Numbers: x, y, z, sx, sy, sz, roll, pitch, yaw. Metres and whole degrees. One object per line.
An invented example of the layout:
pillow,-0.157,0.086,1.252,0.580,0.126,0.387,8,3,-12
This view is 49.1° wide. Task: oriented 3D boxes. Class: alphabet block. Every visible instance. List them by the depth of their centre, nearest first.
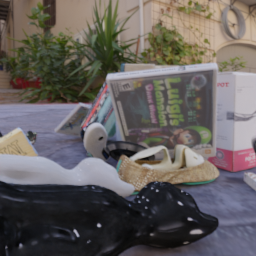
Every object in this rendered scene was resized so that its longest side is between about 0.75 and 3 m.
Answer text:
alphabet block,-2.798,0.528,6.918,0.767,0.753,0.749,-34,19,-20

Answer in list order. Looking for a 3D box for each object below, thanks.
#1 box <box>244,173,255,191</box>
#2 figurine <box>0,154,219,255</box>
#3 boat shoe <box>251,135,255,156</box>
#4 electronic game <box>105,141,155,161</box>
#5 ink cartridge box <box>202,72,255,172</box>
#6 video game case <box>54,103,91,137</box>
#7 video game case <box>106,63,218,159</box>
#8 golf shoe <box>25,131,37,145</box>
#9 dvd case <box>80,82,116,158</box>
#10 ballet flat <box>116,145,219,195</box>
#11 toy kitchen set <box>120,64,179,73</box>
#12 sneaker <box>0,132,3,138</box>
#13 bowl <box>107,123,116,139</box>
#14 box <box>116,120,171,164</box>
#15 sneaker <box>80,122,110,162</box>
box,2.567,1.114,5.546,0.189,0.203,0.979,0,6,2
figurine,-0.701,0.988,3.709,2.735,1.206,2.803,5,3,-36
boat shoe,2.880,0.659,5.791,0.401,1.074,0.498,-25,25,31
electronic game,0.041,0.562,6.116,1.103,0.230,1.103,11,-26,5
ink cartridge box,2.428,-0.229,7.391,0.976,2.358,1.728,-5,9,-29
video game case,-1.796,-0.241,10.890,1.632,0.180,1.487,-42,-32,24
video game case,0.777,-0.194,5.842,2.050,2.255,0.263,-4,39,12
golf shoe,-3.360,0.564,9.148,0.439,0.501,1.137,19,35,15
dvd case,-0.906,-0.389,9.040,0.289,1.920,2.629,27,11,-20
ballet flat,0.897,0.769,5.730,2.515,0.821,0.887,-4,12,-29
toy kitchen set,0.372,-0.339,7.432,1.530,2.597,2.081,6,12,30
sneaker,-5.519,0.253,10.748,1.088,0.819,2.327,-27,23,-26
bowl,-0.906,0.137,10.799,1.119,0.585,1.119,-24,5,2
box,0.685,0.001,7.122,1.809,1.967,1.032,1,11,12
sneaker,-0.957,0.191,7.078,0.613,1.677,0.938,-30,60,-15
